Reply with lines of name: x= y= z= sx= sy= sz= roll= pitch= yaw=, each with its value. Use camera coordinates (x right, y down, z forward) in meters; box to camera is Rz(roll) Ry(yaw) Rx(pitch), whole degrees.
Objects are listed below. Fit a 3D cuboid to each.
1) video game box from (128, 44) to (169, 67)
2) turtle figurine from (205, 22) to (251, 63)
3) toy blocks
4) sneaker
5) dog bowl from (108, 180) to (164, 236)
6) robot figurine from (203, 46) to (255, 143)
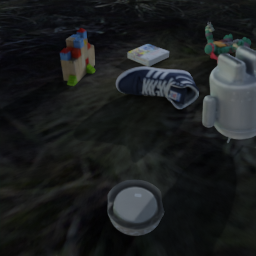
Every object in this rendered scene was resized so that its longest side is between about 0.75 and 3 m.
video game box: x=0.899 y=-3.262 z=12.481 sx=1.394 sy=0.326 sz=1.270 roll=-31 pitch=50 yaw=-34
turtle figurine: x=4.071 y=-3.657 z=12.170 sx=2.722 sy=1.371 sz=2.038 roll=-15 pitch=52 yaw=-42
toy blocks: x=-1.969 y=-2.908 z=11.023 sx=1.135 sy=1.552 sz=2.271 roll=12 pitch=40 yaw=15
sneaker: x=1.038 y=-1.341 z=9.503 sx=2.784 sy=0.976 sz=1.510 roll=-3 pitch=36 yaw=-9
dog bowl: x=0.156 y=1.727 z=6.062 sx=1.280 sy=0.375 sz=1.280 roll=0 pitch=38 yaw=0
robot figurine: x=2.923 y=-0.751 z=7.344 sx=2.189 sy=2.581 sz=1.457 roll=-21 pitch=38 yaw=-4
